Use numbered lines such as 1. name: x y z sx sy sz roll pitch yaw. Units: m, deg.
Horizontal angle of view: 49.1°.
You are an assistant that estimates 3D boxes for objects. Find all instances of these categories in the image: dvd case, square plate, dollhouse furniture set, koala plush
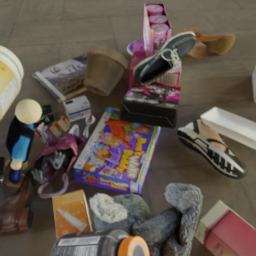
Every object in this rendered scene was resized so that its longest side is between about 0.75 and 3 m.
1. dvd case: -2.221 -2.229 11.729 2.856 0.228 2.124 -31 54 -26
2. square plate: 3.570 0.053 8.849 2.325 0.334 2.347 26 22 21
3. dollhouse furniture set: -2.412 -0.016 9.009 1.071 0.558 1.083 -37 14 -2
4. koala plush: 0.231 2.226 6.248 2.273 2.016 2.089 16 56 12

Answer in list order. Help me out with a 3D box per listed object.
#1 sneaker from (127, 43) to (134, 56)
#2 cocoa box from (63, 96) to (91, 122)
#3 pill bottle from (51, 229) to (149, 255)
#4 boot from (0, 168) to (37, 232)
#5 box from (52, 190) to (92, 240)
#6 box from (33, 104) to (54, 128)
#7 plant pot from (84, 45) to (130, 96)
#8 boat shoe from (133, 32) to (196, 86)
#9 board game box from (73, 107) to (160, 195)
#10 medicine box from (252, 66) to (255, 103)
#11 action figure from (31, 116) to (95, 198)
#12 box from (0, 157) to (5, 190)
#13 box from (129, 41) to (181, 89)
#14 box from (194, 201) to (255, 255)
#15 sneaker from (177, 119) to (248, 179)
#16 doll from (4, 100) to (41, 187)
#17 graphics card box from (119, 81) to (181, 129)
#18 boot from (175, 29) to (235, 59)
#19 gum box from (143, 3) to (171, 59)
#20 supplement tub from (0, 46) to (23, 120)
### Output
1. sneaker: 1.224 -3.715 12.600 2.535 1.058 1.022 0 45 1
2. cocoa box: -1.810 -0.686 10.002 0.831 0.545 0.554 -20 48 -18
3. pill bottle: -0.532 2.483 5.356 1.859 0.987 0.987 -18 36 33
4. boot: -3.539 1.962 7.435 2.023 0.650 1.886 -8 43 -1
5. box: -1.373 2.333 6.995 0.807 0.633 1.298 -13 47 -11
6. box: -2.996 -0.407 9.719 0.754 0.560 0.469 -14 47 -14
7. plant pot: -0.946 -2.059 10.631 1.662 1.662 1.442 18 81 16
8. boat shoe: 1.292 -2.316 9.567 2.500 0.936 0.773 -30 40 8
9. board game box: -0.201 0.588 8.582 1.890 0.629 2.811 12 43 11
10. medicine box: 5.463 -2.111 10.571 0.972 1.721 1.889 10 47 10
11. action figure: -1.763 0.664 8.317 1.620 1.801 2.419 -4 20 8
12. box: -3.986 1.289 7.514 1.119 0.706 1.139 12 21 -25
13. box: 1.110 -2.512 11.418 1.925 1.058 2.189 5 45 5
14. box: 2.397 2.611 6.502 0.804 0.943 1.475 -35 54 -25
15. sneaker: 2.635 0.546 8.451 0.959 0.884 2.398 -35 58 -21
16. doll: -2.815 0.328 7.311 0.698 2.881 1.966 6 49 -24
17. graphics card box: 0.839 -0.898 9.433 1.760 0.714 2.806 10 26 9
18. boot: 3.532 -4.108 13.217 2.509 0.962 1.948 -26 47 -14
19. gum box: 1.071 -3.639 10.798 0.801 1.375 2.424 -1 45 -1
20. supplement tub: -4.972 -1.293 9.401 2.146 2.146 2.972 4 45 4
